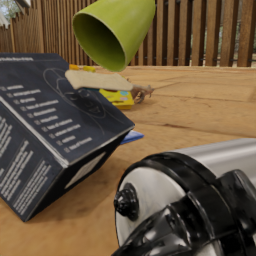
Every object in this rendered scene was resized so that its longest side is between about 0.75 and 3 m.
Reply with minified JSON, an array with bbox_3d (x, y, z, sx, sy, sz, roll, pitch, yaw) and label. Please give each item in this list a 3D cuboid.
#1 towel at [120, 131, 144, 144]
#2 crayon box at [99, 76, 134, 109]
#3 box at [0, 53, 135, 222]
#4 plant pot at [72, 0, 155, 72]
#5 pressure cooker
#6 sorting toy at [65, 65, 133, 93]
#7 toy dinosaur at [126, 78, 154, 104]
[{"bbox_3d":[-0.469,0.140,6.901,1.434,0.171,1.053,15,19,40],"label":"towel"},{"bbox_3d":[-0.598,-1.253,10.522,1.253,0.501,1.973,-2,39,-12],"label":"crayon box"},{"bbox_3d":[-1.227,-0.071,4.070,1.881,1.186,1.914,44,27,8],"label":"box"},{"bbox_3d":[-0.218,-3.488,9.317,2.238,2.238,2.391,16,59,47],"label":"plant pot"},{"bbox_3d":[0.571,0.796,2.151,1.524,1.340,1.361,-5,12,-31],"label":"pressure cooker"},{"bbox_3d":[-0.460,-0.668,3.834,0.753,0.135,1.010,-2,25,-23],"label":"sorting toy"},{"bbox_3d":[0.109,-1.375,11.472,1.655,1.121,0.710,-24,25,35],"label":"toy dinosaur"}]
